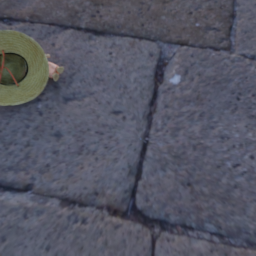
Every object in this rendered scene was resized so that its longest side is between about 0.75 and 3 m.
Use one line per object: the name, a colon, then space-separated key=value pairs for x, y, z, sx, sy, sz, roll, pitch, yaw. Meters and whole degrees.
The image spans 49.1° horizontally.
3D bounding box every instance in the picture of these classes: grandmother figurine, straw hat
grandmother figurine: x=-3.470 y=-2.450 z=11.067 sx=1.771 sy=0.536 sz=1.074 roll=30 pitch=75 yaw=16
straw hat: x=-4.431 y=-2.201 z=10.458 sx=2.804 sy=1.187 sz=2.804 roll=-4 pitch=102 yaw=-18
